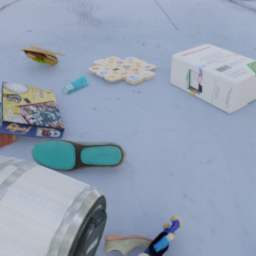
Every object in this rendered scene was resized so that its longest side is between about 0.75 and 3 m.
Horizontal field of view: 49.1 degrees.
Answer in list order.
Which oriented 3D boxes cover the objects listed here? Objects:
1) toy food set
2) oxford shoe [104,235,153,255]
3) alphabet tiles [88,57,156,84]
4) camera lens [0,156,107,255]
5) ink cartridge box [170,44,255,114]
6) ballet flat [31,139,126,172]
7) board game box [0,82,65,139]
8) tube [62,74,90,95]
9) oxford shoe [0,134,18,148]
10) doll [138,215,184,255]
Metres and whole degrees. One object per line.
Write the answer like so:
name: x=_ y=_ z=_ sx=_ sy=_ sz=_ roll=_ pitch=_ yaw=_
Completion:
toy food set: x=-3.809 y=-3.098 z=12.220 sx=1.637 sy=0.476 sz=2.371 roll=9 pitch=4 yaw=-31
oxford shoe: x=0.012 y=2.329 z=5.539 sx=0.973 sy=0.344 sz=0.359 roll=-1 pitch=58 yaw=4
alphabet tiles: x=-0.224 y=-2.585 z=12.347 sx=2.710 sy=0.202 sz=2.771 roll=-24 pitch=42 yaw=-36
camera lens: x=-1.632 y=1.615 z=4.893 sx=2.263 sy=1.810 sz=1.810 roll=18 pitch=39 yaw=11
ink cartridge box: x=3.398 y=-2.001 z=10.662 sx=2.170 sy=1.258 sz=2.997 roll=-24 pitch=42 yaw=-29
ballet flat: x=-1.269 y=0.736 z=7.416 sx=2.449 sy=0.825 sz=0.780 roll=2 pitch=-4 yaw=3
board game box: x=-3.107 y=-0.599 z=8.913 sx=1.729 sy=0.442 sz=2.553 roll=8 pitch=29 yaw=-28
tube: x=-2.032 y=-1.687 z=10.999 sx=0.300 sy=0.461 sz=1.190 roll=7 pitch=33 yaw=47
oxford shoe: x=-4.281 y=0.187 z=8.051 sx=2.042 sy=0.723 sz=0.754 roll=-2 pitch=19 yaw=-26
doll: x=0.560 y=2.183 z=5.188 sx=0.341 sy=0.961 sz=1.409 roll=42 pitch=29 yaw=16
